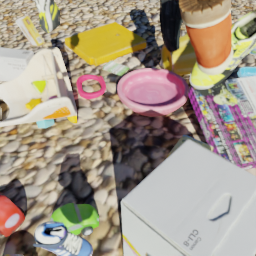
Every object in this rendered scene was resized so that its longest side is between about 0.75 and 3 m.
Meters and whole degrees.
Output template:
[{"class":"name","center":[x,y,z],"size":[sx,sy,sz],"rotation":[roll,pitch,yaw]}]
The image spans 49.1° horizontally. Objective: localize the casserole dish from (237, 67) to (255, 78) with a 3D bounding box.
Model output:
[{"class":"casserole dish","center":[5.043,-1.807,10.430],"size":[1.966,0.381,1.191],"rotation":[3,44,4]}]

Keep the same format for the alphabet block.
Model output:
[{"class":"alphabet block","center":[1.551,0.872,7.209],"size":[0.882,0.887,0.903],"rotation":[24,48,25]}]

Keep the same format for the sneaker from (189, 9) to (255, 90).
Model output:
[{"class":"sneaker","center":[2.503,-2.027,7.025],"size":[0.977,2.592,0.990],"rotation":[53,23,20]}]

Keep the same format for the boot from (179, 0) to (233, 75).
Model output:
[{"class":"boot","center":[1.564,-2.200,5.585],"size":[1.016,1.452,2.707],"rotation":[-8,42,23]}]

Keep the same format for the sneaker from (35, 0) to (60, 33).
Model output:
[{"class":"sneaker","center":[-1.684,-2.567,5.927],"size":[0.383,1.027,0.435],"rotation":[29,47,19]}]

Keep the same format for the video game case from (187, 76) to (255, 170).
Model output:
[{"class":"video game case","center":[3.323,-0.196,8.051],"size":[2.481,0.490,2.738],"rotation":[-10,63,-11]}]

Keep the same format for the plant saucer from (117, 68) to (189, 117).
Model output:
[{"class":"plant saucer","center":[0.837,-1.183,9.598],"size":[2.401,0.609,2.401],"rotation":[-1,43,1]}]

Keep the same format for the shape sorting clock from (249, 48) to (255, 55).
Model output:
[{"class":"shape sorting clock","center":[3.945,-2.660,8.668],"size":[1.024,1.024,0.201],"rotation":[29,68,27]}]

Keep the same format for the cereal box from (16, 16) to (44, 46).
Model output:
[{"class":"cereal box","center":[-2.649,-2.592,7.523],"size":[0.204,0.743,1.033],"rotation":[-38,30,-15]}]

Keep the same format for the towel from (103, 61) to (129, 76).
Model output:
[{"class":"towel","center":[-0.491,-2.422,11.259],"size":[0.888,0.136,0.662],"rotation":[23,49,22]}]

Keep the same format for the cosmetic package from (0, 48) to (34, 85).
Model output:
[{"class":"cosmetic package","center":[-4.825,-2.371,10.509],"size":[2.703,1.116,0.684],"rotation":[8,46,9]}]

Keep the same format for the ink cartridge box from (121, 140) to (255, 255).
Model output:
[{"class":"ink cartridge box","center":[1.138,1.899,4.901],"size":[1.833,2.534,1.841],"rotation":[32,52,30]}]

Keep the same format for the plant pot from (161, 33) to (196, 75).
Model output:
[{"class":"plant pot","center":[2.179,-2.713,10.440],"size":[1.624,1.726,1.726],"rotation":[-15,45,-10]}]

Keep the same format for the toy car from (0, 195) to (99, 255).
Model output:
[{"class":"toy car","center":[-1.889,2.175,6.024],"size":[2.549,0.604,2.709],"rotation":[-16,46,-16]}]

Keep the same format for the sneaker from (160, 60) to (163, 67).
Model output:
[{"class":"sneaker","center":[2.063,-3.153,11.473],"size":[0.703,0.897,1.804],"rotation":[33,52,30]}]

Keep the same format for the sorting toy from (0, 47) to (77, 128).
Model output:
[{"class":"sorting toy","center":[-3.116,-0.908,8.817],"size":[2.647,1.571,2.940],"rotation":[-16,46,-6]}]

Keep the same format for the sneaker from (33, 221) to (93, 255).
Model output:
[{"class":"sneaker","center":[-1.018,1.848,4.569],"size":[1.037,0.759,0.418],"rotation":[22,53,-7]}]

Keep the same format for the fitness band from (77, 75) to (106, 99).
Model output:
[{"class":"fitness band","center":[-1.351,-1.532,10.250],"size":[1.008,0.263,1.404],"rotation":[-13,44,-9]}]

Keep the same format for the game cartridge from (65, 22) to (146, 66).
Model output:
[{"class":"game cartridge","center":[-1.024,-3.797,12.545],"size":[2.819,0.457,2.485],"rotation":[-28,50,-23]}]

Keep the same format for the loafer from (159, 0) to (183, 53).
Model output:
[{"class":"loafer","center":[1.491,-3.792,8.708],"size":[1.002,2.854,0.969],"rotation":[1,29,17]}]
